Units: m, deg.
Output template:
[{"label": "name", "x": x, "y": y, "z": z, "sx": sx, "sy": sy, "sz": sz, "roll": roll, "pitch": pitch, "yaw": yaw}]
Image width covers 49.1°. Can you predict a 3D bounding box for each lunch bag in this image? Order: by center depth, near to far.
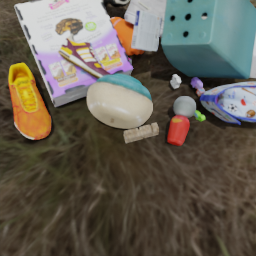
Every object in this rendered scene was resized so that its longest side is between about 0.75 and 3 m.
[{"label": "lunch bag", "x": 3.114, "y": -0.702, "z": 7.822, "sx": 1.916, "sy": 1.629, "sz": 1.187, "roll": 5, "pitch": 97, "yaw": -1}]

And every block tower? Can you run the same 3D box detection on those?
[{"label": "block tower", "x": 0.367, "y": 0.142, "z": 7.944, "sx": 1.009, "sy": 0.292, "sz": 0.272, "roll": -17, "pitch": 61, "yaw": 6}]

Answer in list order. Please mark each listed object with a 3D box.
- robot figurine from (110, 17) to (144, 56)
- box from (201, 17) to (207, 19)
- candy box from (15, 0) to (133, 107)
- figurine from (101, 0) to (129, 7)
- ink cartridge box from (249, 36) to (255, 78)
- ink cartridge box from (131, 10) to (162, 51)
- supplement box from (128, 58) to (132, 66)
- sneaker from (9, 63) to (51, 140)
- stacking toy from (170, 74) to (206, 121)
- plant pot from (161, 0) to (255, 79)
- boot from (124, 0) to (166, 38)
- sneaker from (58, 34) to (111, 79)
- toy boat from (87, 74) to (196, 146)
[{"label": "robot figurine", "x": -0.168, "y": -3.373, "z": 10.286, "sx": 1.801, "sy": 1.050, "sz": 1.296, "roll": 34, "pitch": 67, "yaw": 14}, {"label": "box", "x": 3.433, "y": -4.604, "z": 11.447, "sx": 1.020, "sy": 0.869, "sz": 1.596, "roll": 14, "pitch": 53, "yaw": 11}, {"label": "candy box", "x": -1.628, "y": -2.509, "z": 8.535, "sx": 2.493, "sy": 1.063, "sz": 2.973, "roll": -22, "pitch": 84, "yaw": -14}, {"label": "figurine", "x": -1.306, "y": -5.096, "z": 11.250, "sx": 2.049, "sy": 0.882, "sz": 1.999, "roll": -25, "pitch": 23, "yaw": -28}, {"label": "ink cartridge box", "x": 3.749, "y": -2.766, "z": 9.904, "sx": 2.428, "sy": 1.022, "sz": 1.755, "roll": 8, "pitch": 53, "yaw": 6}, {"label": "ink cartridge box", "x": 0.520, "y": -2.653, "z": 7.754, "sx": 0.201, "sy": 0.987, "sz": 0.989, "roll": 21, "pitch": 19, "yaw": 38}, {"label": "supplement box", "x": -0.310, "y": -2.309, "z": 9.860, "sx": 0.774, "sy": 0.400, "sz": 0.392, "roll": 26, "pitch": 71, "yaw": 15}, {"label": "sneaker", "x": -3.083, "y": -0.825, "z": 8.372, "sx": 1.047, "sy": 1.107, "sz": 2.869, "roll": -22, "pitch": 57, "yaw": -18}, {"label": "stacking toy", "x": 2.369, "y": -1.169, "z": 8.869, "sx": 1.373, "sy": 0.428, "sz": 1.821, "roll": -23, "pitch": 68, "yaw": -18}, {"label": "plant pot", "x": 2.183, "y": -2.639, "z": 7.836, "sx": 2.040, "sy": 2.039, "sz": 2.887, "roll": 10, "pitch": 5, "yaw": 34}, {"label": "boot", "x": 1.424, "y": -3.855, "z": 9.796, "sx": 2.925, "sy": 1.398, "sz": 1.076, "roll": 17, "pitch": 19, "yaw": -21}, {"label": "sneaker", "x": -1.044, "y": -1.900, "z": 7.588, "sx": 1.657, "sy": 0.621, "sz": 0.747, "roll": 31, "pitch": 88, "yaw": -4}, {"label": "toy boat", "x": 0.362, "y": -0.590, "z": 7.532, "sx": 2.937, "sy": 2.469, "sz": 1.365, "roll": 19, "pitch": 79, "yaw": -9}]
